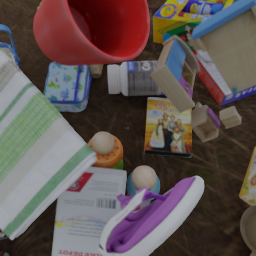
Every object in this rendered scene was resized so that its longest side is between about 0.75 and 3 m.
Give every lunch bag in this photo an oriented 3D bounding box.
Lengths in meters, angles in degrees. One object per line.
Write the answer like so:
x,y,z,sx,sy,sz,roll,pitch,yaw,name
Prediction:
-1.883,-1.338,8.855,1.351,0.693,1.681,4,60,-1,lunch bag

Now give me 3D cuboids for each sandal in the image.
0.006,1.385,4.176,0.726,2.953,1.202,41,50,4,sandal

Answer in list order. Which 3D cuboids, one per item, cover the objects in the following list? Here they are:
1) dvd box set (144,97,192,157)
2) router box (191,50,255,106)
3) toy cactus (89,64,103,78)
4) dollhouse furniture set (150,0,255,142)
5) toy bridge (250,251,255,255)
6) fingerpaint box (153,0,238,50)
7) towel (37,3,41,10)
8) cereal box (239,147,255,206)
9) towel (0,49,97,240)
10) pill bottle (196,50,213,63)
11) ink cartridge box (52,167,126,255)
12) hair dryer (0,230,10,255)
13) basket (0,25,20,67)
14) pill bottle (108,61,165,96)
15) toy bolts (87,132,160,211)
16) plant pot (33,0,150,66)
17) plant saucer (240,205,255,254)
1.198,-0.061,8.316,1.358,0.273,1.856,6,60,2,dvd box set
3.566,-2.045,9.316,2.367,0.578,2.124,-21,61,-12,router box
-1.063,-2.528,9.507,2.010,1.028,1.658,0,68,-10,toy cactus
2.040,-1.307,5.668,2.240,2.372,1.548,47,40,-22,dollhouse furniture set
3.867,2.664,6.623,2.925,0.398,0.983,-22,61,-11,toy bridge
2.490,-3.919,9.762,2.334,1.026,2.798,19,53,23,fingerpaint box
-1.369,-3.544,9.335,2.027,0.417,2.717,26,20,15,towel
2.725,0.545,4.690,0.350,1.773,1.276,37,58,-2,cereal box
-2.015,0.104,4.459,2.067,0.425,2.771,-44,82,14,towel
2.613,-2.186,7.309,1.806,1.032,1.032,-12,53,-46,pill bottle
-0.784,1.841,6.189,1.333,1.327,1.834,6,86,2,ink cartridge box
-3.468,2.817,6.464,2.108,0.752,2.767,13,58,22,hair dryer
-4.144,-1.758,8.059,2.152,2.440,1.697,-21,64,-12,basket
0.320,-1.539,8.738,1.874,1.066,1.066,-2,59,-2,pill bottle
-0.319,1.268,6.817,2.144,1.487,2.048,23,62,13,toy bolts
-0.945,-2.313,6.118,1.939,2.192,2.192,-5,47,48,plant pot
3.306,2.409,6.484,1.363,0.201,1.363,-6,49,7,plant saucer
